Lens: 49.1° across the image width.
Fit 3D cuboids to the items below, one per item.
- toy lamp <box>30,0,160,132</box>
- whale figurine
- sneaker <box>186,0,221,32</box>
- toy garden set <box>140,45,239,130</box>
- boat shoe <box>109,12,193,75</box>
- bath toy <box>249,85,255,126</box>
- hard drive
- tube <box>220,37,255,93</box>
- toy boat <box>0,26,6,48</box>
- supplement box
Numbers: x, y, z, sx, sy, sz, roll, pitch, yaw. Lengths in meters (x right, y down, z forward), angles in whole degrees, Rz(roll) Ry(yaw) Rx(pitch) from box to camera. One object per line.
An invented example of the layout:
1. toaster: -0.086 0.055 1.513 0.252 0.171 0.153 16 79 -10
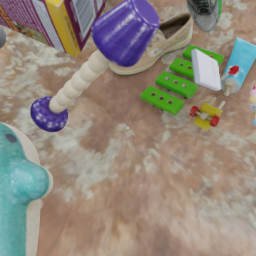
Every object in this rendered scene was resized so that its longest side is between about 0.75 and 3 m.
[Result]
1. toy lamp: -0.609 -0.789 4.156 0.784 2.693 0.784 24 48 -30
2. whale figurine: -1.652 0.984 2.973 1.894 1.235 2.381 -33 67 15
3. sneaker: 1.411 -2.713 5.656 0.734 1.882 0.802 -2 54 28
4. toy garden set: 1.863 -1.070 7.444 2.024 0.485 2.428 30 63 29
5. boat shoe: 0.660 -2.529 8.120 2.861 0.923 1.020 -33 65 -17
6. bath toy: 2.347 -0.486 4.792 0.586 0.498 1.348 24 35 9
7. hard drive: 1.647 -1.185 5.871 0.136 1.022 0.674 -12 80 38
8. tube: 3.205 -1.866 8.027 0.799 0.520 2.064 30 61 6
9. toy boat: -3.659 -1.878 5.104 2.420 2.878 1.338 38 97 24
10. supplement box: -1.771 -2.468 4.589 2.485 1.627 1.282 24 81 2
